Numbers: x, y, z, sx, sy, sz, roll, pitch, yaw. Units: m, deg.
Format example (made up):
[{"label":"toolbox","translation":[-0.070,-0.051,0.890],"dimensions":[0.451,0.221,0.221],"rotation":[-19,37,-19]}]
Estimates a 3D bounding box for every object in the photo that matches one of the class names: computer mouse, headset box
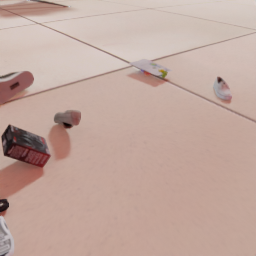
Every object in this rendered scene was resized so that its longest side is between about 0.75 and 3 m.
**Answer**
[{"label":"computer mouse","translation":[-2.667,2.040,5.337],"dimensions":[1.041,0.417,1.899],"rotation":[-15,30,-29]},{"label":"headset box","translation":[-2.571,0.487,7.188],"dimensions":[1.164,0.450,0.866],"rotation":[27,16,-38]}]

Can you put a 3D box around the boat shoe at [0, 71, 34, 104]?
[{"label":"boat shoe","translation":[-4.626,-1.485,10.359],"dimensions":[0.759,0.842,2.382],"rotation":[9,32,32]}]

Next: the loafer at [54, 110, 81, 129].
[{"label":"loafer","translation":[-1.861,-0.220,8.378],"dimensions":[0.498,0.497,1.425],"rotation":[8,-9,-33]}]

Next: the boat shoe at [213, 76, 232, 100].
[{"label":"boat shoe","translation":[3.589,-1.544,10.691],"dimensions":[0.509,0.453,1.385],"rotation":[-4,34,-6]}]

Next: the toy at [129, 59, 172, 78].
[{"label":"toy","translation":[0.967,-2.541,12.256],"dimensions":[0.992,0.407,1.723],"rotation":[-24,39,-36]}]
